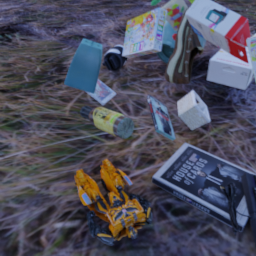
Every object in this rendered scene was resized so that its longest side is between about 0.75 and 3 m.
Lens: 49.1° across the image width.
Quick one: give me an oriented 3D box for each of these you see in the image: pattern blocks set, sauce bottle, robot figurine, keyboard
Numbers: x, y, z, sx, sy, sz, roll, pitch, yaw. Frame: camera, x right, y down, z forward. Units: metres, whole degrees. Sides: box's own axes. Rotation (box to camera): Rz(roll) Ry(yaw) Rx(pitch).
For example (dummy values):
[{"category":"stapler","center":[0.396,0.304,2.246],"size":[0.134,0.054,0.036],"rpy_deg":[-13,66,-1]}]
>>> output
[{"category":"pattern blocks set","center":[1.934,-4.455,11.071],"size":[2.205,1.939,0.179],"rpy_deg":[29,46,-26]},{"category":"sauce bottle","center":[-0.683,-0.234,7.864],"size":[0.624,0.624,1.927],"rpy_deg":[-30,34,-34]},{"category":"robot figurine","center":[-0.648,-3.786,15.293],"size":[1.367,1.135,1.819],"rpy_deg":[20,39,8]},{"category":"keyboard","center":[3.316,2.269,7.115],"size":[1.775,0.288,2.794],"rpy_deg":[12,41,-1]},{"category":"robot figurine","center":[-0.467,1.955,7.618],"size":[1.782,0.715,2.457],"rpy_deg":[-21,41,-24]}]

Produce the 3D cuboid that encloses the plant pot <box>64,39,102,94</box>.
[{"category":"plant pot","center":[-1.206,-1.842,8.135],"size":[0.897,1.270,0.898],"rpy_deg":[16,27,-10]}]

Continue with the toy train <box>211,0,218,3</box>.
[{"category":"toy train","center":[3.662,-5.344,12.314],"size":[0.403,1.761,0.300],"rpy_deg":[29,1,-11]}]

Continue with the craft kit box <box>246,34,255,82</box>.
[{"category":"craft kit box","center":[3.503,-1.344,6.689],"size":[0.504,2.076,2.050],"rpy_deg":[-7,20,42]}]

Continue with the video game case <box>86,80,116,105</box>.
[{"category":"video game case","center":[-1.065,-1.368,10.434],"size":[1.006,0.116,0.916],"rpy_deg":[38,42,4]}]

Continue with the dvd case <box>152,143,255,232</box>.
[{"category":"dvd case","center":[2.429,1.602,8.418],"size":[2.780,0.344,2.089],"rpy_deg":[25,43,28]}]

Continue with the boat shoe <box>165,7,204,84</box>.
[{"category":"boat shoe","center":[2.358,-3.036,10.586],"size":[1.085,2.934,1.084],"rpy_deg":[18,6,24]}]

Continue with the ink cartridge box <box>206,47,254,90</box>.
[{"category":"ink cartridge box","center":[5.529,-3.233,14.425],"size":[2.067,1.199,2.801],"rpy_deg":[21,43,27]}]

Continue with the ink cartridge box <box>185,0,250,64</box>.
[{"category":"ink cartridge box","center":[2.802,-2.856,8.182],"size":[2.109,0.709,1.225],"rpy_deg":[43,11,27]}]

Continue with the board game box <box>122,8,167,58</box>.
[{"category":"board game box","center":[0.482,-3.020,9.124],"size":[0.317,1.246,1.854],"rpy_deg":[7,2,-32]}]

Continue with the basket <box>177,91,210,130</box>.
[{"category":"basket","center":[1.996,-0.534,8.628],"size":[0.668,0.823,0.830],"rpy_deg":[-32,31,29]}]

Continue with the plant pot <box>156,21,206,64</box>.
[{"category":"plant pot","center":[2.640,-4.638,15.507],"size":[2.718,2.718,1.821],"rpy_deg":[26,69,31]}]

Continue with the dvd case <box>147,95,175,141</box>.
[{"category":"dvd case","center":[0.981,-0.307,8.380],"size":[0.139,0.920,1.260],"rpy_deg":[-32,51,28]}]
